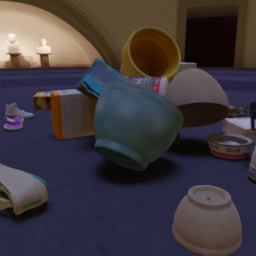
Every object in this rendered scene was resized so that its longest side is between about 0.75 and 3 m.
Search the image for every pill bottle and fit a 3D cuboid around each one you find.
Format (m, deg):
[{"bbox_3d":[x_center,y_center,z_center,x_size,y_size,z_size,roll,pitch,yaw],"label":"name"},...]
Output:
[{"bbox_3d":[0.382,-1.452,11.658,2.445,1.354,1.354,4,16,15],"label":"pill bottle"}]

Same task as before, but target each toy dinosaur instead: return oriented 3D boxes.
[{"bbox_3d":[3.785,-0.665,10.323,1.548,0.450,0.783,5,19,-9],"label":"toy dinosaur"}]

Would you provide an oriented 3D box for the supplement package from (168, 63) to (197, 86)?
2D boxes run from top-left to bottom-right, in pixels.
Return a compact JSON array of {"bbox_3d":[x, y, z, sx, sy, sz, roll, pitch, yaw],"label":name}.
[{"bbox_3d":[2.478,-2.535,14.811,1.379,1.792,1.874,-6,16,-23],"label":"supplement package"}]

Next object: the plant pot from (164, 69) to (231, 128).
[{"bbox_3d":[1.603,-0.792,6.969,1.662,1.116,1.662,-1,-20,0],"label":"plant pot"}]

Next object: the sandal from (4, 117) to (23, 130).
[{"bbox_3d":[-3.699,-0.212,9.058,0.535,0.323,1.315,-4,16,-15],"label":"sandal"}]

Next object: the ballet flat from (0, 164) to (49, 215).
[{"bbox_3d":[-2.256,0.864,4.537,2.172,0.755,0.755,10,18,31],"label":"ballet flat"}]

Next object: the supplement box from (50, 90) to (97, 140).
[{"bbox_3d":[-1.159,-0.481,8.197,2.020,1.273,0.743,-7,18,-26],"label":"supplement box"}]

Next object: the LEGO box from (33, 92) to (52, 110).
[{"bbox_3d":[-3.542,-1.217,12.340,1.052,0.545,1.413,-3,15,-10],"label":"LEGO box"}]

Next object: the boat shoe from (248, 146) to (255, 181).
[{"bbox_3d":[3.435,0.552,5.256,2.324,0.811,0.824,0,16,-4],"label":"boat shoe"}]

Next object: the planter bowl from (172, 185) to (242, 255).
[{"bbox_3d":[1.028,1.118,3.633,0.886,0.596,0.886,-1,16,0],"label":"planter bowl"}]

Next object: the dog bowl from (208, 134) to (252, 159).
[{"bbox_3d":[2.375,0.431,6.595,0.988,0.364,0.988,0,15,0],"label":"dog bowl"}]

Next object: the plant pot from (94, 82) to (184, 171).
[{"bbox_3d":[0.052,0.104,5.544,1.791,1.200,1.791,21,-18,7],"label":"plant pot"}]

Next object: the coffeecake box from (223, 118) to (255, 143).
[{"bbox_3d":[3.351,0.056,7.853,0.888,0.423,1.157,-2,16,-10],"label":"coffeecake box"}]

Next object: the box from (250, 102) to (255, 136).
[{"bbox_3d":[3.022,-0.185,5.573,0.994,0.657,0.571,-9,-25,37],"label":"box"}]

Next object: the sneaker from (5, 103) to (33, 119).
[{"bbox_3d":[-3.919,-0.601,10.036,0.978,0.562,0.367,-2,15,-9],"label":"sneaker"}]

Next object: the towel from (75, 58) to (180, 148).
[{"bbox_3d":[0.148,-0.781,7.592,2.926,0.317,2.146,30,29,-11],"label":"towel"}]

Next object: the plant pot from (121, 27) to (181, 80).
[{"bbox_3d":[0.801,-3.097,13.549,2.631,2.631,2.475,-6,-9,-20],"label":"plant pot"}]
